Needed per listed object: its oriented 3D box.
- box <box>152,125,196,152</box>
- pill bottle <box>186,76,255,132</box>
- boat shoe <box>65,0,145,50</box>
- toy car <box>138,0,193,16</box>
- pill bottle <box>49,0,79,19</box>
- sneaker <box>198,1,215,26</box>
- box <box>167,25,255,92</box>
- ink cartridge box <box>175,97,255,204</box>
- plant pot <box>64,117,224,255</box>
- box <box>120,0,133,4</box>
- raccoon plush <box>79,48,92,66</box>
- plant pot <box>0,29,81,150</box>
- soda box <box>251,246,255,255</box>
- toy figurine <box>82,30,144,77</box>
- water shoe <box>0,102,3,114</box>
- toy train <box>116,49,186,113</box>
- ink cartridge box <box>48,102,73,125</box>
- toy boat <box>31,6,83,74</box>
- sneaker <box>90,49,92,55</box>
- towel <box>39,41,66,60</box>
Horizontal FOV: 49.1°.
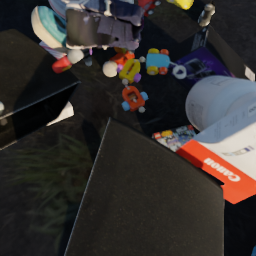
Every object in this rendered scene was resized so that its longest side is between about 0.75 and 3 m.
[{"bbox_3d":[1.452,0.440,8.381,1.266,0.253,0.867,-14,58,-9],"label":"box"},{"bbox_3d":[2.149,-0.283,5.679,1.414,1.414,2.474,-4,14,-2],"label":"pill bottle"},{"bbox_3d":[-0.355,-2.248,5.872,1.353,1.089,2.917,6,34,-1],"label":"boat shoe"},{"bbox_3d":[0.899,-4.442,7.851,0.542,2.288,2.432,-11,20,-29],"label":"toy car"},{"bbox_3d":[-1.416,-4.378,7.999,1.530,2.813,1.530,3,83,-20],"label":"pill bottle"},{"bbox_3d":[3.240,-4.740,11.491,0.446,0.608,1.343,24,61,16],"label":"sneaker"},{"bbox_3d":[2.074,-1.445,7.186,1.947,1.374,0.768,33,62,-25],"label":"box"},{"bbox_3d":[1.896,0.644,4.345,1.855,2.318,0.548,32,47,-15],"label":"ink cartridge box"},{"bbox_3d":[0.215,1.699,4.664,2.163,2.432,2.438,18,54,-2],"label":"plant pot"},{"bbox_3d":[-0.293,-4.527,8.124,0.495,0.530,2.559,-23,63,37],"label":"box"},{"bbox_3d":[-1.582,-2.327,7.981,0.927,1.384,0.669,-11,29,-6],"label":"raccoon plush"},{"bbox_3d":[-2.591,-0.835,5.965,2.028,2.023,1.799,-35,87,-36],"label":"plant pot"},{"bbox_3d":[2.866,3.698,6.027,0.744,0.704,2.194,26,60,16],"label":"soda box"},{"bbox_3d":[-0.648,-2.947,9.446,1.976,1.945,1.375,45,63,0],"label":"toy figurine"},{"bbox_3d":[-2.417,-0.044,3.678,1.504,0.538,0.593,-32,102,-3],"label":"water shoe"},{"bbox_3d":[0.419,-1.066,6.371,1.652,0.459,1.241,-33,76,-11],"label":"toy train"},{"bbox_3d":[-3.034,-0.912,9.133,1.812,0.460,2.057,-26,61,-17],"label":"ink cartridge box"},{"bbox_3d":[-1.321,-1.756,5.609,0.646,1.169,1.390,-28,65,18],"label":"toy boat"},{"bbox_3d":[-1.894,-3.263,10.566,0.630,0.609,1.510,-25,77,-44],"label":"sneaker"},{"bbox_3d":[-2.954,-2.745,10.465,1.152,0.236,1.575,17,56,10],"label":"towel"}]
